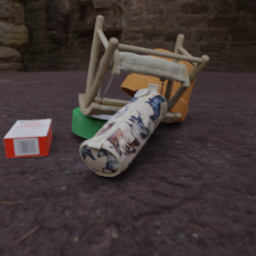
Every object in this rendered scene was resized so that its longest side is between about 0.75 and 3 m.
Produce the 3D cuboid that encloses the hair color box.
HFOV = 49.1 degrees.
[{"bbox_3d":[-2.864,0.269,8.284,1.092,0.629,1.968,-3,16,-10],"label":"hair color box"}]

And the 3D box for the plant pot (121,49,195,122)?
[{"bbox_3d":[1.365,-1.734,10.919,2.777,1.944,2.777,29,1,0],"label":"plant pot"}]

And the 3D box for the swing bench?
[{"bbox_3d":[0.257,-1.306,7.991,2.734,2.748,1.783,4,37,-22],"label":"swing bench"}]

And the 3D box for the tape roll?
[{"bbox_3d":[-0.529,-0.183,9.483,2.693,0.647,2.693,6,16,-2],"label":"tape roll"}]

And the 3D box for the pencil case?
[{"bbox_3d":[-0.023,0.022,6.505,1.006,1.156,2.585,11,40,30],"label":"pencil case"}]
